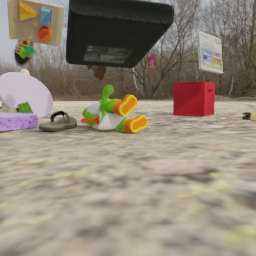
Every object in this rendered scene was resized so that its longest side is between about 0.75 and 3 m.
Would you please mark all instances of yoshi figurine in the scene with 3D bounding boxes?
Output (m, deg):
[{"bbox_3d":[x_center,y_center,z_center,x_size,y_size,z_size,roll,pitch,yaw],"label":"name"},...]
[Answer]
[{"bbox_3d":[-0.401,-0.466,7.713,1.231,1.236,2.199,15,-7,-39],"label":"yoshi figurine"}]

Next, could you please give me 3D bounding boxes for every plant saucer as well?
[{"bbox_3d":[-1.041,-3.001,9.001,0.465,2.900,2.900,-2,7,-15],"label":"plant saucer"}]

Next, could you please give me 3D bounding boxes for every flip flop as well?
[{"bbox_3d":[-1.940,-0.224,7.882,0.703,0.499,1.735,1,7,12],"label":"flip flop"}]

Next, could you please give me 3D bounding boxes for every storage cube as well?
[{"bbox_3d":[3.113,-1.374,13.254,1.741,1.565,1.488,3,8,34],"label":"storage cube"}]

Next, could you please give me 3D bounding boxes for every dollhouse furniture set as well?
[{"bbox_3d":[-4.000,-0.295,9.580,1.761,0.680,0.880,-18,6,24],"label":"dollhouse furniture set"}]

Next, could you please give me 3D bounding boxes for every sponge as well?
[{"bbox_3d":[-4.274,-0.217,8.096,2.912,0.434,1.625,2,7,22],"label":"sponge"}]

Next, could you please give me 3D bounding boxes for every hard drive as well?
[{"bbox_3d":[-0.334,-1.695,5.346,1.633,0.385,2.339,1,-5,-14],"label":"hard drive"}]

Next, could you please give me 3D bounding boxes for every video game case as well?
[{"bbox_3d":[3.175,-2.873,10.841,1.545,1.407,0.170,-2,-2,-44],"label":"video game case"}]

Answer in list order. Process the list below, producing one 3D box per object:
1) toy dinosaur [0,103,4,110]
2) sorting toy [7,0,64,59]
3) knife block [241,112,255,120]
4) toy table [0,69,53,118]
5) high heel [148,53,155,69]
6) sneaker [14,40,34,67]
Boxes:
[{"bbox_3d":[-5.385,-0.851,12.700,0.889,0.669,1.739,-6,3,8],"label":"toy dinosaur"},{"bbox_3d":[-2.334,-2.389,7.094,1.270,0.253,1.718,2,-36,-19],"label":"sorting toy"},{"bbox_3d":[4.867,-0.448,10.799,0.778,0.284,0.887,-4,8,-25],"label":"knife block"},{"bbox_3d":[-4.485,-1.413,11.602,1.448,2.273,2.472,15,-23,41],"label":"toy table"},{"bbox_3d":[0.947,-2.569,10.866,0.300,0.427,0.889,14,1,2],"label":"high heel"},{"bbox_3d":[-2.945,-2.357,7.958,0.506,1.293,0.499,15,17,-17],"label":"sneaker"}]
